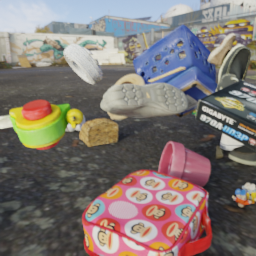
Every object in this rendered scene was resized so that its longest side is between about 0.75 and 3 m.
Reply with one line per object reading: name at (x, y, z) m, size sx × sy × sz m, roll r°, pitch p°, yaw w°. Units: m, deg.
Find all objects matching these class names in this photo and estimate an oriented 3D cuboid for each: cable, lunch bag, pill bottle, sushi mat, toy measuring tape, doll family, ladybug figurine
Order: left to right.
toy measuring tape at (-2.235, 0.037, 5.543) m, size 2.706 × 0.995 × 0.995 m, roll -9°, pitch 18°, yaw -2°
pill bottle at (-3.182, -0.309, 14.304) m, size 1.803 × 0.988 × 0.988 m, roll 3°, pitch 18°, yaw 12°
cable at (-1.693, -2.372, 10.608) m, size 1.727 × 1.728 × 0.598 m, roll 37°, pitch 76°, yaw 30°
ladybug figurine at (-0.050, -1.110, 10.593) m, size 1.302 × 1.919 × 0.690 m, roll 42°, pitch 11°, yaw 21°
lunch bag at (0.657, 2.065, 6.349) m, size 2.507 × 1.166 × 2.846 m, roll 11°, pitch 20°, yaw 32°
sushi mat at (0.988, -1.378, 7.293) m, size 0.964 × 0.058 × 0.461 m, roll -22°, pitch 15°, yaw 2°
doll family at (3.555, 1.926, 7.507) m, size 1.384 × 0.859 × 0.624 m, roll 14°, pitch 54°, yaw 36°

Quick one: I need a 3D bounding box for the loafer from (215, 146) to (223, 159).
loafer at (3.681, 1.004, 11.283) m, size 0.287 × 0.323 × 0.851 m, roll 6°, pitch 28°, yaw 17°

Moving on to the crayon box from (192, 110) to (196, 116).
crayon box at (4.652, -0.960, 17.559) m, size 1.057 × 0.308 × 0.628 m, roll -9°, pitch 20°, yaw -28°

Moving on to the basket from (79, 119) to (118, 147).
basket at (-1.372, 0.087, 12.830) m, size 1.563 × 1.116 × 1.165 m, roll -8°, pitch 20°, yaw -26°

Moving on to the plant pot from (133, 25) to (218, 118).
plant pot at (2.018, -1.929, 10.951) m, size 2.553 × 2.296 × 2.553 m, roll -30°, pitch -34°, yaw 31°

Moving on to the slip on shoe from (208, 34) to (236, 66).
slip on shoe at (3.505, -2.804, 10.097) m, size 0.489 × 0.613 × 1.613 m, roll 36°, pitch 61°, yaw 20°

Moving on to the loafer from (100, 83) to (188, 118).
loafer at (0.564, -0.809, 8.643) m, size 2.968 × 1.038 × 1.036 m, roll 2°, pitch -16°, yaw -31°

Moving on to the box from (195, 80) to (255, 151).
box at (3.776, -0.259, 7.715) m, size 2.381 × 0.689 × 2.995 m, roll -25°, pitch 43°, yaw -35°

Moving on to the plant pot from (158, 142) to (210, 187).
plant pot at (1.778, 1.271, 8.821) m, size 1.309 × 1.463 × 1.463 m, roll 14°, pitch 16°, yaw -7°

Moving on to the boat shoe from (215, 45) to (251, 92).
boat shoe at (3.686, -1.414, 9.843) m, size 1.055 × 2.939 × 0.994 m, roll 15°, pitch 11°, yaw -18°

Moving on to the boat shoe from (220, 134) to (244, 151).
boat shoe at (5.312, 0.405, 12.172) m, size 2.724 × 0.890 × 1.002 m, roll -6°, pitch 18°, yaw -19°

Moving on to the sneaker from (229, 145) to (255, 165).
sneaker at (5.211, 0.463, 10.864) m, size 2.925 × 1.554 × 1.094 m, roll -6°, pitch 18°, yaw -20°
